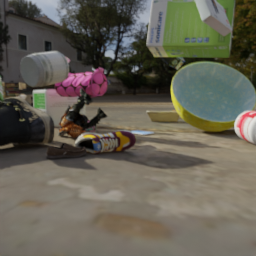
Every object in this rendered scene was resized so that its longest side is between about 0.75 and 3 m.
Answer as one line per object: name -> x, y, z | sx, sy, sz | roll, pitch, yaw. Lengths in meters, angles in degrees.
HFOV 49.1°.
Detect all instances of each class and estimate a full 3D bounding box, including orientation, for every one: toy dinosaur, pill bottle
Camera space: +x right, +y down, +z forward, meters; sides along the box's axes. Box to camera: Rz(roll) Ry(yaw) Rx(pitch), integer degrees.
toy dinosaur -> -1.506, -0.183, 8.602 | 2.280, 1.547, 1.165 | 46, -3, 46
pill bottle -> 3.365, 0.029, 7.117 | 0.847, 0.847, 1.508 | 0, 7, 2

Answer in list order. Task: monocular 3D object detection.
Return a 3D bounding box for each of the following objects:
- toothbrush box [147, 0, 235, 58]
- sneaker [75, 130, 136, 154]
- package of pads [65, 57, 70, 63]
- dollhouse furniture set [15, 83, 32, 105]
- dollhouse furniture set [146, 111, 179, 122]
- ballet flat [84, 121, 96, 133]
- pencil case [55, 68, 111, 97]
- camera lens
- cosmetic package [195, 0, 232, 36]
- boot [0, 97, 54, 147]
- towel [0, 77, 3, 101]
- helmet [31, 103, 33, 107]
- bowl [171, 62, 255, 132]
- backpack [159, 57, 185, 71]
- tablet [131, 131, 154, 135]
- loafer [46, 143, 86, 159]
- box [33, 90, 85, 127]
toothbrush box -> 2.165, -3.549, 9.618 | 2.722, 1.982, 1.172 | 5, -5, 18
sneaker -> -0.500, 0.357, 6.195 | 1.349, 0.506, 0.608 | -5, 14, 10
package of pads -> -3.259, -2.769, 12.982 | 0.723, 1.199, 0.454 | 20, -9, 44
dollhouse furniture set -> -3.257, -0.506, 8.219 | 0.812, 1.664, 1.419 | -5, 9, -34
dollhouse furniture set -> 2.298, -1.280, 13.147 | 2.916, 2.069, 2.310 | 1, 7, 7
ballet flat -> -1.713, -0.075, 9.693 | 0.557, 0.541, 1.565 | -12, 16, -36
pencil case -> -1.733, -1.619, 10.226 | 2.142, 1.003, 0.972 | 4, 3, 37
camera lens -> -2.463, -1.770, 8.411 | 0.956, 0.956, 1.195 | 5, 20, 36
cosmetic package -> 2.454, -3.288, 8.075 | 1.240, 0.935, 0.320 | 9, -26, -43
boot -> -3.446, -0.122, 7.045 | 2.784, 1.019, 2.096 | 23, 22, 37
towel -> -3.749, -1.348, 7.730 | 0.172, 0.835, 1.120 | -21, 52, -5
helmet -> -5.573, -0.999, 16.275 | 0.859, 0.819, 0.859 | 19, 24, -9
bowl -> 2.968, -0.879, 10.380 | 2.952, 2.952, 1.588 | 0, -37, -2
backpack -> 1.944, -3.274, 12.703 | 1.082, 1.404, 1.337 | -41, -27, 18
tablet -> 0.414, 0.167, 9.407 | 0.530, 0.056, 0.815 | -6, 8, -41
loafer -> -1.261, 0.460, 5.775 | 0.838, 0.297, 0.306 | -4, 7, -28
box -> -3.021, -0.907, 12.227 | 1.786, 1.530, 1.777 | -7, 9, -35
